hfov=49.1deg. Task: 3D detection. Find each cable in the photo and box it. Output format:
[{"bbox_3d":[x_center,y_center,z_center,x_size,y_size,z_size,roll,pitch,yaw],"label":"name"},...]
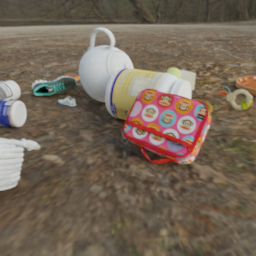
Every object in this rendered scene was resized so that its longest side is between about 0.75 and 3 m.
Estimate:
[{"bbox_3d":[-3.477,0.637,5.404,2.716,0.940,2.716,3,-1,13],"label":"cable"}]

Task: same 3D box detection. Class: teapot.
[{"bbox_3d":[-0.609,-2.177,10.623,1.715,2.317,2.348,-11,-23,43],"label":"teapot"}]

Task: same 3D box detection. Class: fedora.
[{"bbox_3d":[2.292,-0.543,9.586,1.216,0.496,1.216,-1,32,0],"label":"fedora"}]

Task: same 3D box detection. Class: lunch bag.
[{"bbox_3d":[0.907,0.036,7.152,2.027,1.785,0.830,20,-12,30],"label":"lunch bag"}]

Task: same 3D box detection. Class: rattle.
[{"bbox_3d":[4.001,-1.170,10.376,1.164,0.758,0.832,24,39,26],"label":"rattle"}]

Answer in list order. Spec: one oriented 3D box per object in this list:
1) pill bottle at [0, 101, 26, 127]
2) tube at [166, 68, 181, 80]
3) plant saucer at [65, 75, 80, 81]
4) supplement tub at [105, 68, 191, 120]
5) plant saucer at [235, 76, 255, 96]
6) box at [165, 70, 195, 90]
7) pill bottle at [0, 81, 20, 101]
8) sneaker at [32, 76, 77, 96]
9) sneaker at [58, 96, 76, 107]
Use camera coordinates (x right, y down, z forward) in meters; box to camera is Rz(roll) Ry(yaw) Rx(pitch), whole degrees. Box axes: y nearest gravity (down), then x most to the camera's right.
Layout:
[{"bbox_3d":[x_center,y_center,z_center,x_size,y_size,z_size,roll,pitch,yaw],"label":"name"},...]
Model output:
[{"bbox_3d":[-4.132,-0.471,9.008,1.454,0.841,0.841,3,25,8],"label":"pill bottle"},{"bbox_3d":[1.379,-1.233,10.119,0.536,2.063,0.599,32,-23,-20],"label":"tube"},{"bbox_3d":[-2.959,-2.559,14.328,0.947,0.177,0.947,0,24,0],"label":"plant saucer"},{"bbox_3d":[0.649,-0.953,8.998,2.368,1.721,1.721,14,28,28],"label":"supplement tub"},{"bbox_3d":[6.110,-1.809,12.440,2.543,0.411,2.543,0,26,0],"label":"plant saucer"},{"bbox_3d":[1.776,-1.939,12.230,2.327,0.796,0.956,-14,27,-29],"label":"box"},{"bbox_3d":[-4.870,-1.189,10.455,0.935,0.935,1.614,9,25,18],"label":"pill bottle"},{"bbox_3d":[-3.118,-1.655,11.782,1.932,0.750,0.881,-11,27,-1],"label":"sneaker"},{"bbox_3d":[-2.372,-1.068,10.890,0.798,0.346,0.299,10,22,22],"label":"sneaker"}]
